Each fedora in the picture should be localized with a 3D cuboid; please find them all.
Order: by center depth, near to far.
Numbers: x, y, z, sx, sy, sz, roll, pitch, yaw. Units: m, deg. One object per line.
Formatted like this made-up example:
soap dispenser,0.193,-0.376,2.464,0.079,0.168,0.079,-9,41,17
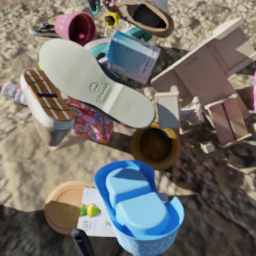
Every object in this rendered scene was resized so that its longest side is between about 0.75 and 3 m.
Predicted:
fedora,0.716,0.545,7.492,1.433,0.584,1.433,0,60,1

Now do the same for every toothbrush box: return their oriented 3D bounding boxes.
toothbrush box,0.081,-1.870,7.480,1.278,0.936,0.545,23,50,-2

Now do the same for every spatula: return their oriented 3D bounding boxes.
spatula,-0.663,2.490,4.969,0.684,2.421,0.249,1,36,12

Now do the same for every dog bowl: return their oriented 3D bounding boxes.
dog bowl,0.145,1.576,5.872,1.389,0.618,2.492,-12,29,-18

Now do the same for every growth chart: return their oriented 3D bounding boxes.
growth chart,0.573,-4.224,9.374,2.045,1.480,0.181,-24,26,-25

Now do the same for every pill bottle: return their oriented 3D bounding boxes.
pill bottle,-3.431,-1.042,8.689,0.838,0.485,0.485,24,58,17

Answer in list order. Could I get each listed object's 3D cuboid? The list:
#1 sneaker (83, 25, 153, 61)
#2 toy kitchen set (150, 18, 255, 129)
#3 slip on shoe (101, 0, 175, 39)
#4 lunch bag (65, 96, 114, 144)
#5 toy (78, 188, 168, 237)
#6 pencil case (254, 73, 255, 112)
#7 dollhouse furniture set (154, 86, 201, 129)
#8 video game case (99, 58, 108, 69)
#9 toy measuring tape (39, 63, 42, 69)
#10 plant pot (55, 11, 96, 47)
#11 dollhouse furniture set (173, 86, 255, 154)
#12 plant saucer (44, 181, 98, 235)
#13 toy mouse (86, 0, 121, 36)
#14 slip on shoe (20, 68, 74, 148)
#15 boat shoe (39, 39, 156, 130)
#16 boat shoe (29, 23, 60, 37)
sneaker,-0.173,-2.646,9.612,2.703,0.965,1.080,-27,66,-14
toy kitchen set,2.605,-1.463,8.743,2.860,2.580,2.333,-34,100,18
slip on shoe,0.192,-2.858,6.825,2.061,0.784,0.624,36,20,5
lunch bag,-1.118,-0.263,7.480,1.395,1.584,0.649,16,59,10
toy,-0.091,2.040,6.483,2.018,0.476,1.162,6,45,-3
pencil case,3.309,-0.703,6.156,0.989,2.238,0.989,-8,73,26
dollhouse furniture set,1.263,-0.603,6.665,0.878,0.750,1.694,-3,16,18
video game case,-0.889,-1.332,7.421,0.808,1.129,0.102,-29,71,-15
toy measuring tape,-2.576,-1.692,8.970,0.827,0.827,2.248,8,54,5
plant pot,-1.989,-3.579,10.103,1.139,1.272,1.272,28,58,36
dollhouse furniture set,2.538,-0.170,7.839,2.397,1.061,1.242,-23,95,-2
plant saucer,-1.366,1.893,6.799,1.332,0.215,1.332,0,54,0
toy mouse,-0.605,-3.070,6.753,0.281,1.452,1.291,-45,105,-23
slip on shoe,-1.967,-0.584,6.657,0.968,0.771,2.547,-3,39,-36
boat shoe,-0.672,-0.940,6.402,2.984,0.933,1.062,33,94,4
boat shoe,-3.138,-3.791,10.660,1.306,0.416,0.462,4,55,3
